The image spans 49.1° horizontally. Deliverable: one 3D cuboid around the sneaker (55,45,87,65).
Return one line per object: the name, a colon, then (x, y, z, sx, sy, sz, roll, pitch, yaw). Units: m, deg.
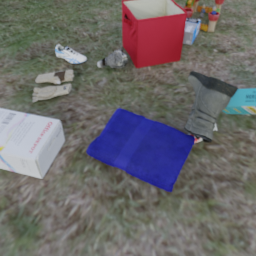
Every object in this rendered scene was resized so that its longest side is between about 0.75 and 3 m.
sneaker: (-2.582, -3.278, 12.484, 1.637, 0.593, 0.588, 22, 48, 19)

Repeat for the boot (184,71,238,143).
boot: (2.127, -0.690, 8.518, 0.928, 1.791, 2.742, 22, 14, -10)

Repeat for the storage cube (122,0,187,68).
storage cube: (1.008, -4.231, 12.279, 2.474, 2.224, 2.115, -13, 46, -12)

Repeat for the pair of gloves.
pair of gloves: (-2.916, -1.687, 10.993, 1.569, 0.323, 1.845, -10, 40, 4)

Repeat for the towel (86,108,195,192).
towel: (0.414, 0.614, 8.552, 2.803, 0.695, 2.070, 22, 55, 20)

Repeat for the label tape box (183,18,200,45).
label tape box: (2.364, -5.022, 14.146, 2.204, 0.728, 1.579, 18, 48, 15)

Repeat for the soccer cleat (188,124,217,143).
soccer cleat: (2.364, 0.251, 9.034, 1.269, 0.541, 0.436, -40, 26, -10)

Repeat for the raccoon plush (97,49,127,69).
raccoon plush: (-0.704, -2.673, 11.486, 1.563, 0.756, 1.048, -25, 7, 24)

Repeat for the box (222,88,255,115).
box: (3.860, -0.769, 8.345, 2.310, 0.951, 0.568, 4, 80, 45)

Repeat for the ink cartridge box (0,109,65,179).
ink cartridge box: (-3.299, 0.416, 8.454, 2.259, 0.988, 1.641, 9, 46, 11)

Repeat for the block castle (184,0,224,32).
block castle: (4.054, -6.440, 15.133, 1.916, 1.345, 2.868, 15, 47, 15)
